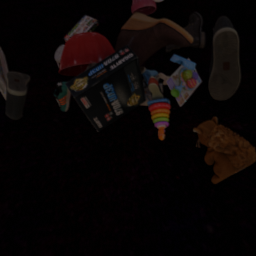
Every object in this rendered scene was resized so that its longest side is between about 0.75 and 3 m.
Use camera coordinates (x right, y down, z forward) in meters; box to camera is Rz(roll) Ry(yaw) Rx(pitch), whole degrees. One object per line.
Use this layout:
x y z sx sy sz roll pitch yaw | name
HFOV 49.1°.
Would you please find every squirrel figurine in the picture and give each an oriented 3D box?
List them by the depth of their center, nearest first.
3.094 0.516 9.166 1.500 2.120 1.979 -25 71 -9 | squirrel figurine

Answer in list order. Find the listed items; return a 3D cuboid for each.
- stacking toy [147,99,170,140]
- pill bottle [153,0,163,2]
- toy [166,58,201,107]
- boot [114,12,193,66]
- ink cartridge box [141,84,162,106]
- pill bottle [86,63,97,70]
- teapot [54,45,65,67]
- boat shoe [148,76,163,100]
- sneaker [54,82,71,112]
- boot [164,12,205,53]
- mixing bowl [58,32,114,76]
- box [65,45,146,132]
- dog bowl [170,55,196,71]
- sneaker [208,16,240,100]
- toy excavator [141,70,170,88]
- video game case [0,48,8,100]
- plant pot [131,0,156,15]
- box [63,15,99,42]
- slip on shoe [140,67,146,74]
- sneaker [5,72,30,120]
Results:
1.185 -0.272 10.222 0.817 0.864 1.488 -7 72 12 | stacking toy
1.169 -7.825 14.698 1.395 1.395 2.461 -21 60 -12 | pill bottle
2.145 -1.694 10.010 1.834 0.433 1.056 -45 110 -34 | toy
0.641 -2.676 10.034 2.934 1.062 2.441 34 99 35 | boot
0.871 -1.319 11.083 0.916 0.662 0.674 4 57 11 | ink cartridge box
-1.084 -1.636 9.959 0.973 1.782 0.973 12 45 -12 | pill bottle
-2.474 -2.804 10.966 0.768 0.561 0.759 -28 54 30 | teapot
1.003 -1.346 10.205 0.456 1.280 0.400 -11 58 15 | boat shoe
-2.141 -1.004 8.992 0.499 1.250 0.446 1 51 -19 | sneaker
2.449 -4.490 13.015 1.978 0.787 2.272 -3 61 -2 | boot
-1.364 -2.512 9.470 2.113 2.113 1.144 -8 92 -5 | mixing bowl
-0.573 -1.166 9.324 2.219 2.792 0.642 -33 67 -5 | box
1.814 -2.162 9.204 0.903 0.224 0.503 32 22 26 | dog bowl
3.716 -2.612 10.738 1.119 2.992 1.589 4 42 14 | sneaker
0.971 -1.832 10.289 0.554 1.109 1.079 -10 68 -37 | toy excavator
-5.203 -2.794 10.853 0.337 2.680 2.944 -18 60 -12 | video game case
0.530 -4.729 10.411 0.919 0.919 0.823 -9 90 -6 | plant pot
-1.721 -3.548 10.274 0.689 0.217 1.251 32 76 27 | box
0.293 -2.193 10.509 0.815 0.247 0.310 15 80 44 | slip on shoe
-3.904 -1.176 9.664 0.780 1.107 2.084 11 26 -20 | sneaker
